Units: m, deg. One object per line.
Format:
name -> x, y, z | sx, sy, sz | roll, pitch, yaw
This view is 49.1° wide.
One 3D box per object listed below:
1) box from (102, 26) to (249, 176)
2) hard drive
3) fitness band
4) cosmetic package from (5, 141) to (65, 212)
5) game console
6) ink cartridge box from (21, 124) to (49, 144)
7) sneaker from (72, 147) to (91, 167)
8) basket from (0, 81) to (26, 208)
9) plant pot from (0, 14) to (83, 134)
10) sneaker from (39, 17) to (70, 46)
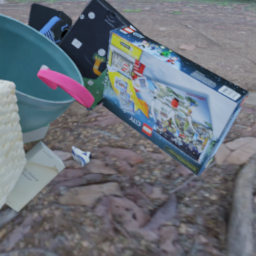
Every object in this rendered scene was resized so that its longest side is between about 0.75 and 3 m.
box -> 0.702, -0.575, 5.790 | 2.861, 1.954, 0.539 | 37, 49, 23
hard drive -> -0.908, -1.801, 7.382 | 1.886, 2.699, 0.511 | 35, 34, -21
fitness band -> -1.041, -0.693, 4.830 | 0.890, 0.232, 1.239 | 27, -5, 10
cosmetic package -> -2.088, 1.009, 5.922 | 1.334, 0.691, 0.488 | -44, 27, -6
game console -> -2.609, -3.104, 9.329 | 0.900, 1.547, 1.361 | 13, 6, 9
ink cartridge box -> -4.002, -0.602, 9.543 | 1.705, 0.966, 2.327 | -15, 65, -38
sneaker -> -1.463, 0.899, 9.032 | 0.467, 0.326, 0.808 | -18, 43, -32
basket -> -2.565, 0.363, 3.928 | 1.511, 1.862, 1.878 | 6, 32, 2
plant pot -> -2.524, -0.873, 5.845 | 2.628, 1.761, 2.628 | 33, 28, -20
sneaker -> -2.443, -2.567, 8.569 | 0.686, 0.618, 1.761 | 36, 82, 2
